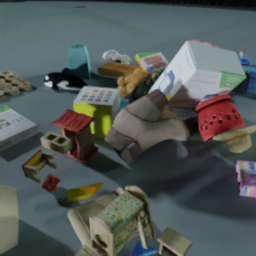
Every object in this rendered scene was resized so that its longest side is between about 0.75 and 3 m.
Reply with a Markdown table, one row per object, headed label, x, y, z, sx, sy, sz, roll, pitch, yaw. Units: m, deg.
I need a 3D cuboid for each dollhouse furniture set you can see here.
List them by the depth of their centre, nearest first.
| label | x | y | z | sx | sy | sz | roll | pitch | yaw |
| --- | --- | --- | --- | --- | --- | --- | --- | --- | --- |
| dollhouse furniture set | 0.020 | 2.164 | 4.995 | 1.601 | 1.006 | 1.810 | 26 | 41 | 31 |
| dollhouse furniture set | -1.883 | 0.682 | 7.626 | 0.975 | 1.290 | 2.396 | 17 | 42 | 25 |

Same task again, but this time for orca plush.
| label | x | y | z | sx | sy | sz | roll | pitch | yaw |
| --- | --- | --- | --- | --- | --- | --- | --- | --- | --- |
| orca plush | -2.758 | -2.194 | 12.492 | 2.525 | 0.898 | 1.329 | 24 | 39 | 33 |

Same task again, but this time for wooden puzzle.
| label | x | y | z | sx | sy | sz | roll | pitch | yaw |
| --- | --- | --- | --- | --- | --- | --- | --- | --- | --- |
| wooden puzzle | -0.465 | 2.059 | 6.244 | 1.534 | 0.266 | 2.274 | -17 | 40 | -19 |

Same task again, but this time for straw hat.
| label | x | y | z | sx | sy | sz | roll | pitch | yaw |
| --- | --- | --- | --- | --- | --- | --- | --- | --- | --- |
| straw hat | 3.363 | 0.433 | 8.504 | 1.434 | 1.434 | 0.607 | -9 | 75 | -14 |

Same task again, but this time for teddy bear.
| label | x | y | z | sx | sy | sz | roll | pitch | yaw |
| --- | --- | --- | --- | --- | --- | --- | --- | --- | --- |
| teddy bear | 0.545 | -1.952 | 11.975 | 2.149 | 0.717 | 1.558 | 6 | 49 | 17 |

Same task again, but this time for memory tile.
| label | x | y | z | sx | sy | sz | roll | pitch | yaw |
| --- | --- | --- | --- | --- | --- | --- | --- | --- | --- |
| memory tile | -5.809 | -1.995 | 12.818 | 2.051 | 0.225 | 2.675 | -28 | 42 | -37 |

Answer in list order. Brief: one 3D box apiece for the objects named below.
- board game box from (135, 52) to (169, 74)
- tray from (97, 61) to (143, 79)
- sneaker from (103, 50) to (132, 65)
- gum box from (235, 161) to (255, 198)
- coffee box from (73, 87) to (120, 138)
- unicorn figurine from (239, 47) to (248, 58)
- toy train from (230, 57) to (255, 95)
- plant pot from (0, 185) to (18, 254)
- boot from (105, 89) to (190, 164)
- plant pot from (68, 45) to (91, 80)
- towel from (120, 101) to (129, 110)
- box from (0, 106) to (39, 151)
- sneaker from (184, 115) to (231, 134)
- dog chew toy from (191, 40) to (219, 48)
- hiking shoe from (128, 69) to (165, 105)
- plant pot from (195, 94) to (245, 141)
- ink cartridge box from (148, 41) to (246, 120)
| label | x | y | z | sx | sy | sz | roll | pitch | yaw |
| --- | --- | --- | --- | --- | --- | --- | --- | --- | --- |
| board game box | 1.366 | -2.828 | 13.358 | 1.302 | 0.409 | 2.725 | -11 | 48 | -17 |
| tray | -0.215 | -2.820 | 13.958 | 2.348 | 0.435 | 1.158 | 13 | 34 | 21 |
| sneaker | -0.710 | -3.744 | 15.241 | 1.844 | 0.687 | 0.803 | 22 | 43 | 32 |
| gum box | 3.223 | 1.313 | 7.380 | 0.616 | 0.359 | 1.085 | 6 | 33 | 10 |
| coffee box | -1.002 | -0.528 | 9.457 | 1.277 | 1.279 | 1.265 | 5 | 32 | 8 |
| unicorn figurine | 5.025 | -3.149 | 13.642 | 0.718 | 1.943 | 1.335 | 32 | 27 | -16 |
| toy train | 5.611 | -2.148 | 12.133 | 2.984 | 1.293 | 1.705 | 14 | 41 | 25 |
| plant pot | -2.876 | 1.884 | 5.739 | 1.136 | 1.283 | 1.282 | -2 | 30 | -24 |
| boot | 0.571 | 0.230 | 8.175 | 2.067 | 2.828 | 0.993 | -47 | 44 | -4 |
| plant pot | -2.381 | -3.220 | 13.594 | 1.050 | 1.485 | 1.049 | -2 | 32 | -4 |
| towel | 0.479 | -0.537 | 10.482 | 1.547 | 0.229 | 2.109 | -8 | 33 | -10 |
| box | -4.341 | -0.032 | 9.534 | 2.182 | 0.397 | 1.575 | 26 | 41 | 34 |
| sneaker | 2.875 | -0.271 | 9.640 | 1.925 | 0.678 | 0.727 | -5 | 24 | -13 |
| dog chew toy | 3.432 | -3.439 | 12.861 | 1.747 | 1.088 | 1.088 | 4 | 32 | 2 |
| hiking shoe | 1.157 | -1.674 | 10.407 | 2.680 | 1.349 | 1.015 | -32 | 79 | -12 |
| plant pot | 2.724 | -0.312 | 8.585 | 1.283 | 1.283 | 1.168 | -15 | 76 | -22 |
| ink cartridge box | 2.085 | -1.354 | 9.092 | 1.898 | 2.611 | 1.143 | 3 | 61 | -25 |
